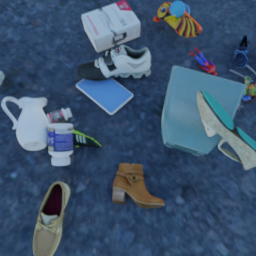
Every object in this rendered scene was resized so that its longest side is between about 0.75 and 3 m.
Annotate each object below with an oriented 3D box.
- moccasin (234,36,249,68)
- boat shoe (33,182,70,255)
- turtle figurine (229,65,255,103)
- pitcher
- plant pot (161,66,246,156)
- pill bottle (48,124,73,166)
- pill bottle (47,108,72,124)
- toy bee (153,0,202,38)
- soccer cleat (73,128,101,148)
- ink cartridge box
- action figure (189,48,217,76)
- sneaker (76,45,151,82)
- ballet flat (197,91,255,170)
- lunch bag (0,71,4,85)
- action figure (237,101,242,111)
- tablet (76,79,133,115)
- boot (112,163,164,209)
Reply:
[{"bbox_3d":[4.594,-3.124,11.396,0.592,0.502,1.472,3,63,21],"label":"moccasin"},{"bbox_3d":[-2.442,2.795,8.636,0.881,0.790,2.381,7,66,3],"label":"boat shoe"},{"bbox_3d":[4.882,-1.814,10.528,1.511,1.122,1.559,-5,71,-8],"label":"turtle figurine"},{"bbox_3d":[-3.516,-0.211,9.674,1.600,1.131,1.866,6,58,-34],"label":"pitcher"},{"bbox_3d":[2.177,-0.347,9.313,2.276,2.270,2.318,17,82,6],"label":"plant pot"},{"bbox_3d":[-2.268,0.550,9.417,0.814,0.814,1.360,0,95,0],"label":"pill bottle"},{"bbox_3d":[-2.504,-0.425,10.260,0.834,0.462,0.462,-21,68,-9],"label":"pill bottle"},{"bbox_3d":[1.861,-4.668,11.701,1.428,1.720,2.627,-35,61,32],"label":"toy bee"},{"bbox_3d":[-1.598,0.490,9.902,1.363,0.460,0.552,24,78,17],"label":"soccer cleat"},{"bbox_3d":[-0.731,-4.267,11.756,2.048,0.854,1.488,-24,68,-10],"label":"ink cartridge box"},{"bbox_3d":[3.086,-2.622,11.320,0.448,0.354,1.371,-38,76,-10],"label":"action figure"},{"bbox_3d":[-0.551,-2.582,10.658,2.903,1.285,1.075,-8,51,-7],"label":"sneaker"},{"bbox_3d":[2.692,0.170,7.830,2.759,0.860,0.930,44,29,-5],"label":"ballet flat"},{"bbox_3d":[-5.294,-1.912,11.009,0.642,0.309,0.801,10,66,7],"label":"lunch bag"},{"bbox_3d":[4.003,-0.926,10.598,0.757,0.263,0.493,19,61,3],"label":"action figure"},{"bbox_3d":[-0.917,-1.436,10.820,1.963,0.134,1.278,40,66,17],"label":"tablet"},{"bbox_3d":[0.379,1.887,9.206,1.735,0.665,1.347,5,62,10],"label":"boot"}]
